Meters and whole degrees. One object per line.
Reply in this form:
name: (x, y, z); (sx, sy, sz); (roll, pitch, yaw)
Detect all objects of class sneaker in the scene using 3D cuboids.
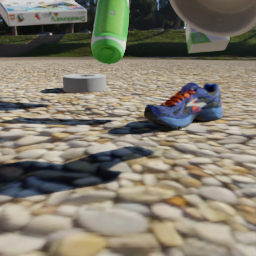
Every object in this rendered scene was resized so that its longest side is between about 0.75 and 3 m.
sneaker: (1.494, -0.676, 7.464); (2.687, 1.054, 1.012); (-12, 19, -37)

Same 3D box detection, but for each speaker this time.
speaker: (-0.621, -3.758, 10.173); (1.236, 2.796, 1.236); (3, -24, 2)

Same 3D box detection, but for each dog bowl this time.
dog bowl: (1.228, -1.901, 3.797); (1.565, 1.565, 0.459); (14, 65, 41)

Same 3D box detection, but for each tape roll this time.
tape roll: (-2.058, -2.147, 13.260); (2.009, 0.664, 2.009); (0, 15, 0)

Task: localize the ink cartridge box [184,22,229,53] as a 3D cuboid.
ink cartridge box: (2.183, -2.934, 7.961); (1.045, 1.430, 0.603); (-5, -13, 3)

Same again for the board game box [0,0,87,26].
board game box: (-2.538, -3.478, 8.307); (2.259, 0.391, 1.426); (-14, 41, -27)
